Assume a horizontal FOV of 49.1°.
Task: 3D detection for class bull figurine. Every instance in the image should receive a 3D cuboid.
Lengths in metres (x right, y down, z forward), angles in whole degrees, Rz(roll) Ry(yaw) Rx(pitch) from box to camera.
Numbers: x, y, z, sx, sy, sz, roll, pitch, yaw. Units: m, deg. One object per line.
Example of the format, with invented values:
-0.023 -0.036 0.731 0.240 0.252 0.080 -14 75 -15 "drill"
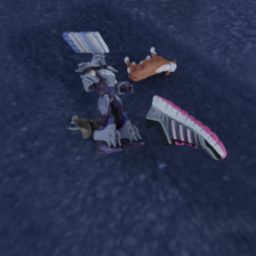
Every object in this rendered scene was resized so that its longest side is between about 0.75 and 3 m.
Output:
0.824 -2.340 10.416 1.928 0.628 1.171 -21 54 -16 "bull figurine"

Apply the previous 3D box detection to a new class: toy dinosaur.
-0.711 0.095 8.723 2.087 0.803 1.068 25 71 4 "toy dinosaur"

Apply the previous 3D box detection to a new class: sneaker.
1.435 0.189 7.497 2.399 0.885 1.049 37 106 10 "sneaker"

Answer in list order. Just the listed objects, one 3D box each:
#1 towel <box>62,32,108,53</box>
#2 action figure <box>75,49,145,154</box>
-1.229 -2.481 8.150 1.190 0.874 0.142 7 71 23 "towel"
-0.509 -0.800 7.922 1.930 1.029 2.966 -10 86 -50 "action figure"
